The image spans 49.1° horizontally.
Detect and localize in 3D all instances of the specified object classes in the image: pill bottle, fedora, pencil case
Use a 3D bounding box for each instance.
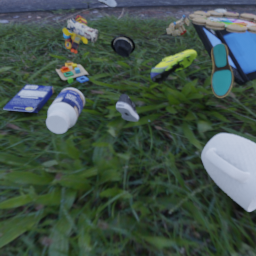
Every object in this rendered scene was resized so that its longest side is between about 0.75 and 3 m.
[{"bbox_3d":[-1.606,-0.434,7.155,0.726,0.726,1.308,4,34,5],"label":"pill bottle"},{"bbox_3d":[-0.192,-2.898,10.256,0.964,0.964,0.440,0,58,1],"label":"fedora"},{"bbox_3d":[-1.733,-3.726,10.736,1.251,0.487,0.559,28,16,9],"label":"pencil case"}]

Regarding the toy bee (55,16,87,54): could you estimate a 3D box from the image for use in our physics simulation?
[{"bbox_3d":[-2.224,-3.626,11.673,1.214,1.854,1.008,-11,58,-33],"label":"toy bee"}]

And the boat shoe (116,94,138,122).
[{"bbox_3d":[0.002,-0.446,6.285,0.395,1.128,0.374,8,77,20],"label":"boat shoe"}]

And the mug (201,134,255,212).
[{"bbox_3d":[2.798,0.999,7.326,2.090,1.543,1.832,13,24,-49],"label":"mug"}]

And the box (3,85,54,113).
[{"bbox_3d":[-4.120,-1.159,11.719,1.278,0.342,2.110,5,35,8],"label":"box"}]

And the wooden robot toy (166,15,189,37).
[{"bbox_3d":[1.902,-3.999,11.298,0.639,0.621,1.409,0,36,47],"label":"wooden robot toy"}]

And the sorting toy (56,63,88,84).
[{"bbox_3d":[-2.853,-2.894,14.129,1.376,0.333,2.444,-16,39,-21],"label":"sorting toy"}]

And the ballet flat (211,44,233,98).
[{"bbox_3d":[2.784,-1.631,8.279,0.617,0.567,1.798,-1,70,22],"label":"ballet flat"}]

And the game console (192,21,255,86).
[{"bbox_3d":[3.771,-2.954,9.659,2.317,1.533,2.634,15,47,-40],"label":"game console"}]

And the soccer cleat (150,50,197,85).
[{"bbox_3d":[1.541,-2.321,10.040,0.646,1.999,0.836,16,59,-37],"label":"soccer cleat"}]

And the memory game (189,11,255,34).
[{"bbox_3d":[2.646,-2.678,7.010,2.241,0.143,2.241,3,32,-2],"label":"memory game"}]

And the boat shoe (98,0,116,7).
[{"bbox_3d":[-0.867,-5.258,11.764,0.868,0.303,0.288,22,-1,11],"label":"boat shoe"}]

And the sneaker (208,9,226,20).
[{"bbox_3d":[3.005,-3.832,9.671,0.335,0.392,0.899,-9,1,-35],"label":"sneaker"}]
